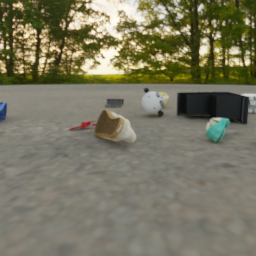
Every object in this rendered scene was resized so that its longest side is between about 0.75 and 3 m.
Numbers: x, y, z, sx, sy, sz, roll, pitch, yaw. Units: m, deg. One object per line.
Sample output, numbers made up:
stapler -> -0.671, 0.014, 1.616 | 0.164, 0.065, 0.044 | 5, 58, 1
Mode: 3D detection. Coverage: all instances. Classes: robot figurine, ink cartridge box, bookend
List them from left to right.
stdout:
robot figurine -> 1.244, -1.258, 13.662 | 1.291, 1.072, 1.719 | 20, 9, 8
bookend -> 3.679, -0.946, 12.653 | 2.520, 1.168, 2.536 | -1, 12, -1
ink cartridge box -> 7.167, -1.295, 15.030 | 2.136, 0.897, 1.554 | 10, 15, 40

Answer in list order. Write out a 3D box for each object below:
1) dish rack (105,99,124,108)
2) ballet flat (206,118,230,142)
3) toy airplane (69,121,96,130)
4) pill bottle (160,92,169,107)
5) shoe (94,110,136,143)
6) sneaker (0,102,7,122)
dish rack -> -0.887, -1.557, 17.669 | 1.152, 0.410, 1.502 | 0, 12, 6
ballet flat -> 2.928, -0.048, 9.224 | 0.624, 0.597, 1.774 | 34, 27, 14
toy airplane -> -1.602, -0.118, 10.509 | 1.236, 0.227, 1.236 | -10, 2, 0
pill bottle -> 1.778, -1.621, 16.663 | 0.910, 0.910, 1.592 | 6, 12, 26
shoe -> -0.484, 0.008, 9.065 | 0.713, 0.934, 2.673 | 26, 0, -21
sneaker -> -5.919, -0.691, 12.239 | 0.927, 0.835, 2.381 | 5, 11, -14
